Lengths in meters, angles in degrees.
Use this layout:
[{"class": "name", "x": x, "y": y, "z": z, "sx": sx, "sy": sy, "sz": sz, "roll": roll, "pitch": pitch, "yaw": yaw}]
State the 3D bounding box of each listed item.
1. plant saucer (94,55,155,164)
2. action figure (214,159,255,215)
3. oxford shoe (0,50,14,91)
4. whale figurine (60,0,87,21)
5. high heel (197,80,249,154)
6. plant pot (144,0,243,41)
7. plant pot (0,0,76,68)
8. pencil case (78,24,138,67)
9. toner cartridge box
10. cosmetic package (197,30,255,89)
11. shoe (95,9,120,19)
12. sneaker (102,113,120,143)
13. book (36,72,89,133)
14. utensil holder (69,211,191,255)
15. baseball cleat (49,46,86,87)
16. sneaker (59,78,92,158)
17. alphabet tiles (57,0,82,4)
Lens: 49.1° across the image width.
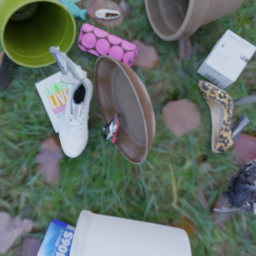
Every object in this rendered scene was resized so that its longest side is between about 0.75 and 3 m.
[{"class": "plant saucer", "x": -0.068, "y": -0.481, "z": 7.133, "sx": 0.520, "sy": 2.841, "sz": 2.841, "roll": -21, "pitch": 85, "yaw": -22}, {"class": "action figure", "x": 3.544, "y": 1.368, "z": 7.235, "sx": 1.452, "sy": 1.692, "sz": 2.846, "roll": 40, "pitch": 71, "yaw": 17}, {"class": "oxford shoe", "x": -3.737, "y": -1.705, "z": 8.341, "sx": 0.466, "sy": 0.466, "sz": 1.308, "roll": 29, "pitch": 98, "yaw": 45}, {"class": "whale figurine", "x": -1.689, "y": -3.501, "z": 8.408, "sx": 0.839, "sy": 0.435, "sz": 0.667, "roll": 18, "pitch": 115, "yaw": -8}, {"class": "high heel", "x": 2.400, "y": -0.299, "z": 8.016, "sx": 1.992, "sy": 0.711, "sz": 1.420, "roll": 44, "pitch": 80, "yaw": -5}, {"class": "plant pot", "x": 1.938, "y": -3.779, "z": 7.600, "sx": 2.212, "sy": 2.536, "sz": 2.536, "roll": -13, "pitch": 85, "yaw": -19}, {"class": "plant pot", "x": -2.721, "y": -3.028, "z": 7.682, "sx": 1.956, "sy": 1.956, "sz": 1.884, "roll": -34, "pitch": 61, "yaw": -3}, {"class": "pencil case", "x": -0.618, "y": -2.343, "z": 8.225, "sx": 1.738, "sy": 0.789, "sz": 0.814, "roll": 26, "pitch": 108, "yaw": 4}, {"class": "toner cartridge box", "x": -2.097, "y": 3.541, "z": 7.891, "sx": 0.790, "sy": 0.359, "sz": 1.663, "roll": 21, "pitch": 86, "yaw": 2}, {"class": "cosmetic package", "x": 2.796, "y": -1.927, "z": 8.051, "sx": 0.962, "sy": 0.963, "sz": 1.167, "roll": 34, "pitch": 86, "yaw": 3}, {"class": "shoe", "x": -0.628, "y": -3.457, "z": 8.518, "sx": 0.755, "sy": 0.202, "sz": 0.264, "roll": -2, "pitch": 125, "yaw": -3}, {"class": "sneaker", "x": -0.466, "y": -0.010, "z": 7.808, "sx": 0.460, "sy": 0.333, "sz": 0.942, "roll": 12, "pitch": 119, "yaw": -6}, {"class": "book", "x": -1.952, "y": -0.781, "z": 8.298, "sx": 1.043, "sy": 0.375, "sz": 1.562, "roll": -25, "pitch": 87, "yaw": 3}, {"class": "utensil holder", "x": -0.035, "y": 3.443, "z": 6.951, "sx": 2.701, "sy": 2.295, "sz": 2.295, "roll": 10, "pitch": 85, "yaw": -1}, {"class": "baseball cleat", "x": -1.582, "y": -1.469, "z": 6.817, "sx": 1.163, "sy": 0.405, "sz": 0.619, "roll": 39, "pitch": 86, "yaw": 9}, {"class": "sneaker", "x": -1.458, "y": -0.298, "z": 7.615, "sx": 0.843, "sy": 0.986, "sz": 2.264, "roll": 5, "pitch": 93, "yaw": -8}, {"class": "alphabet tiles", "x": -1.746, "y": -5.194, "z": 8.776, "sx": 2.102, "sy": 0.095, "sz": 2.515, "roll": -26, "pitch": 85, "yaw": -2}]
